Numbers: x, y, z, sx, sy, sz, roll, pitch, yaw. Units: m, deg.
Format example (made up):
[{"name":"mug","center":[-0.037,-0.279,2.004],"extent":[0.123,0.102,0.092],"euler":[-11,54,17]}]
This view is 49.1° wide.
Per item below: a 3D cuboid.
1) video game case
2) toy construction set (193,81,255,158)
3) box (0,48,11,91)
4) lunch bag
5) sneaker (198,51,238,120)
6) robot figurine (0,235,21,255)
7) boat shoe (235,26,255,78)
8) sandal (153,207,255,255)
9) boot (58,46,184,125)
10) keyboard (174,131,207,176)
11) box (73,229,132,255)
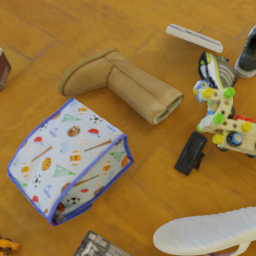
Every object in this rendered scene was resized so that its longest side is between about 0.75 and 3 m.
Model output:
[{"name":"video game case","center":[2.185,-2.970,9.204],"extent":[1.807,0.208,1.647],"euler":[23,26,4]},{"name":"toy construction set","center":[3.029,-0.247,7.366],"extent":[2.744,1.264,1.799],"euler":[8,71,3]},{"name":"box","center":[-4.561,-1.882,8.702],"extent":[1.264,1.038,1.049],"euler":[4,60,2]},{"name":"lunch bag","center":[-1.420,0.821,6.660],"extent":[2.053,1.496,2.415],"euler":[32,65,34]},{"name":"sneaker","center":[2.899,-1.356,8.515],"extent":[1.000,0.913,2.471],"euler":[-2,61,-5]},{"name":"robot figurine","center":[-2.980,2.796,6.454],"extent":[0.870,0.253,0.631],"euler":[12,61,6]},{"name":"boat shoe","center":[4.441,-2.837,9.400],"extent":[0.953,0.786,2.778],"euler":[27,63,15]},{"name":"sandal","center":[2.086,2.498,6.301],"extent":[2.998,1.220,0.737],"euler":[-10,100,-2]},{"name":"boot","center":[-0.226,-1.078,8.306],"extent":[2.909,0.962,2.547],"euler":[41,68,20]},{"name":"keyboard","center":[1.707,0.700,7.344],"extent":[0.599,0.228,1.152],"euler":[27,95,17]},{"name":"box","center":[-0.542,3.171,6.159],"extent":[1.522,0.379,1.200],"euler":[25,63,14]}]
